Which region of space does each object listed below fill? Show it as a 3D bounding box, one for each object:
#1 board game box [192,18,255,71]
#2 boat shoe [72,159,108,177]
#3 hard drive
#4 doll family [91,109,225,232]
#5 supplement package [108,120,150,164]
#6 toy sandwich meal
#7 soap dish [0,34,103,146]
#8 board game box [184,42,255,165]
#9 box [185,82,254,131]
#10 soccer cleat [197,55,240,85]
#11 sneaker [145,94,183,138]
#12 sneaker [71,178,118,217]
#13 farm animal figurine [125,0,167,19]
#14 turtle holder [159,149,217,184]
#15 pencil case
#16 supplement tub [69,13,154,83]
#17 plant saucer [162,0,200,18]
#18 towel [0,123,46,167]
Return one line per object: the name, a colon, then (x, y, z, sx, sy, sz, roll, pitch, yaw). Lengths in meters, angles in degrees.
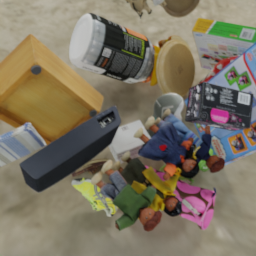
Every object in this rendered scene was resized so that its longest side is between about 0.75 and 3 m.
board game box: (2.780, -2.164, 7.939, 1.622, 2.120, 0.427, 22, 83, 25)
boat shoe: (-1.019, 1.079, 7.533, 1.054, 0.380, 0.379, -12, 87, -20)
hard drive: (-0.994, 0.434, 5.199, 1.948, 1.314, 0.412, -34, 77, -27)
doll family: (0.777, 0.829, 5.661, 1.725, 1.171, 2.984, 38, 76, 18)
supplement package: (0.014, 0.381, 7.495, 1.006, 0.558, 0.784, -19, 54, -14)
toy sandwich meal: (1.318, -1.809, 8.493, 0.673, 1.965, 1.965, 8, 49, 47)
soap dish: (-2.038, -0.659, 6.814, 1.995, 2.536, 1.030, -39, 45, 11)
board game box: (2.716, -0.438, 6.773, 0.511, 2.792, 2.112, -8, 70, -33)
box: (1.793, -0.406, 5.578, 1.118, 0.641, 0.738, 11, 83, -14)
soccer cleat: (2.756, -1.523, 8.151, 0.759, 2.211, 0.942, 47, 61, 1)
sneaker: (1.069, -0.338, 7.401, 0.801, 2.000, 0.703, -12, 70, -18)
sneaker: (-0.720, 1.607, 6.524, 1.421, 0.536, 0.543, 35, 56, -28)
farm animal figurine: (0.219, -2.870, 5.869, 1.161, 0.605, 1.148, -16, 61, 34)
turtle holder: (1.500, 0.804, 7.215, 0.958, 1.349, 1.025, 46, 54, 7)
pencil case: (0.886, 1.507, 6.511, 2.215, 1.005, 1.037, 16, 14, 28)
supplement tub: (-0.337, -2.251, 8.398, 2.523, 1.546, 1.546, 12, 49, -33)
plant saucer: (1.605, -4.059, 8.500, 1.338, 1.338, 0.197, -12, 39, -8)
towel: (-2.188, 0.372, 5.115, 1.216, 0.893, 0.145, -26, 64, -7)
